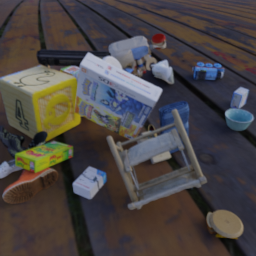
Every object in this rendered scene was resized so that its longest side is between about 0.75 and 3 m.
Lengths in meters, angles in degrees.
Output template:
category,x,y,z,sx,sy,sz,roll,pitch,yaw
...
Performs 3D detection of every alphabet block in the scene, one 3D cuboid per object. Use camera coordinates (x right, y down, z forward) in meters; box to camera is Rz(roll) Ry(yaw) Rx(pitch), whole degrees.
category,x,y,z,sx,sy,sz,roll,pitch,yaw
alphabet block,-3.404,-1.001,11.014,2.172,2.133,2.122,23,40,32

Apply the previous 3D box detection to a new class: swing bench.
category,x,y,z,sx,sy,sz,roll,pitch,yaw
swing bench,0.796,0.940,7.882,2.103,1.372,2.114,-21,75,8

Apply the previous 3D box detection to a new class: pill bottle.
category,x,y,z,sx,sy,sz,roll,pitch,yaw
pill bottle,-1.271,-1.951,10.871,1.989,1.118,1.118,-11,23,38

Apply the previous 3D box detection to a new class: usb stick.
category,x,y,z,sx,sy,sz,roll,pitch,yaw
usb stick,-2.136,-2.784,11.251,2.897,0.803,0.472,-1,69,-7

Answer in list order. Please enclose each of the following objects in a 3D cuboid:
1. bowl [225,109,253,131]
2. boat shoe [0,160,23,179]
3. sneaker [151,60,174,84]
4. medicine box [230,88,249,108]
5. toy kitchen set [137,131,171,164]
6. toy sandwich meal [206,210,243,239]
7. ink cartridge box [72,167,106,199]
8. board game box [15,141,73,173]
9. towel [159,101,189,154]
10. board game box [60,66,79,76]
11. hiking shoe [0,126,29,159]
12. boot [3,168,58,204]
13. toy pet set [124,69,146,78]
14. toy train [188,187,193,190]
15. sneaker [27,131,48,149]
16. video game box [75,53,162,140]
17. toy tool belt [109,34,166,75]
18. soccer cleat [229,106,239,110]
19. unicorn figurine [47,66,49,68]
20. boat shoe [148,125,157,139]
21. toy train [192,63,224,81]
category,x,y,z,sx,sy,sz,roll,pitch,yaw
bowl,4.457,-0.274,11.399,1.079,0.564,1.079,0,34,0
boat shoe,-3.996,1.285,9.198,1.204,0.417,0.426,-26,42,-33
sneaker,1.877,-2.953,15.282,1.004,0.881,2.505,-11,28,0
medicine box,5.111,-1.356,12.865,0.411,0.728,0.799,27,42,34
toy kitchen set,0.889,0.734,10.102,0.682,0.928,1.158,-14,73,-18
toy sandwich meal,2.537,2.577,7.396,0.945,0.324,0.945,3,35,-2
ink cartridge box,-1.180,1.684,8.641,0.653,0.383,0.891,16,36,23
board game box,-2.718,0.911,9.231,0.876,0.411,1.724,13,17,26
towel,1.606,-0.004,9.737,1.058,1.894,0.460,-18,38,-13
board game box,-3.042,-3.181,16.050,1.880,0.282,0.898,24,40,36
hiking shoe,-3.828,0.411,9.352,0.668,0.502,1.326,-32,76,-25
boot,-3.105,1.655,8.532,0.915,0.640,1.707,23,31,34
toy pet set,-0.264,-3.416,15.579,2.145,1.139,2.003,11,35,16
toy train,2.060,1.619,8.953,0.214,0.160,0.935,2,33,25
sneaker,-3.090,0.453,9.821,0.391,1.055,0.467,52,26,9
video game box,-0.504,-0.890,9.599,2.580,2.831,0.663,28,58,2
toy tool belt,0.520,-3.538,13.864,2.782,1.709,1.737,-14,51,2
soccer cleat,4.739,-0.518,12.067,0.456,0.353,1.091,-32,41,6
unicorn figurine,-4.177,-2.340,14.293,2.706,0.999,1.859,41,39,26
boat shoe,0.910,0.293,10.636,0.367,0.329,0.991,-14,47,1
toy train,4.438,-3.069,15.478,1.742,0.755,0.995,6,43,4
